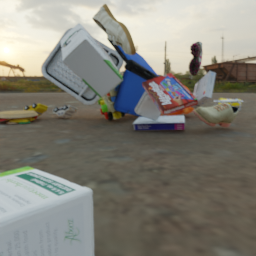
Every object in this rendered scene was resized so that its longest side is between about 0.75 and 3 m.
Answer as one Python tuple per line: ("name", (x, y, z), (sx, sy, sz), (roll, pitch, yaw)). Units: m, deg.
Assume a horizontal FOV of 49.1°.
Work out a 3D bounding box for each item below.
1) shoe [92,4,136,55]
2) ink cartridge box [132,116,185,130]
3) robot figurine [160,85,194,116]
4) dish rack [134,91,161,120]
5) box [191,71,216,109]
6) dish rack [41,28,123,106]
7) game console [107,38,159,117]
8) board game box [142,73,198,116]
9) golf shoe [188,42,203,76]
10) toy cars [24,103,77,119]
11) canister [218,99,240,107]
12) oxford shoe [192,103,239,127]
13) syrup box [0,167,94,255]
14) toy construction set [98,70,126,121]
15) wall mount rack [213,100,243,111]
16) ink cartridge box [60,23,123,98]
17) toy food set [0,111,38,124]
("shoe", (-0.434, -2.827, 8.293), (0.615, 0.805, 2.302), (-29, 56, -2))
("ink cartridge box", (0.975, -0.119, 8.618), (1.503, 0.331, 1.531), (-1, 11, 11))
("robot figurine", (1.808, -1.184, 11.947), (1.408, 1.737, 2.414), (-27, -7, 33))
("dish rack", (0.674, -0.593, 8.039), (0.794, 0.925, 0.201), (19, 42, -13))
("box", (2.887, -1.437, 10.845), (0.279, 1.058, 1.357), (16, -16, -5))
("dish rack", (-1.809, -2.423, 11.228), (2.819, 2.419, 0.614), (34, -2, 10))
("game console", (0.037, -1.742, 10.059), (1.502, 2.166, 2.538), (-43, -23, 18))
("board game box", (0.976, -0.886, 6.976), (0.859, 0.162, 1.669), (-20, 34, -4))
("golf shoe", (1.805, -1.793, 7.287), (0.319, 0.878, 0.404), (24, 40, 34))
("toy cars", (-3.126, -0.604, 11.196), (2.179, 0.482, 0.977), (3, -14, -5))
("canister", (6.195, -1.519, 17.086), (1.174, 0.508, 0.872), (2, 9, 5))
("oxford shoe", (2.559, -0.482, 8.131), (1.900, 0.701, 0.672), (1, 42, -47))
("syrup box", (-1.099, 0.794, 1.280), (0.743, 0.769, 1.888), (7, 10, 41))
("toy construction set", (-0.626, -1.364, 10.687), (1.362, 1.939, 2.957), (-11, 17, 3))
("wall mount rack", (5.271, -1.222, 15.085), (1.600, 0.597, 1.390), (-1, 12, -6))
("ink cartridge box", (-1.119, -2.009, 8.147), (0.880, 1.524, 2.087), (-40, 32, 10))
("toy food set", (-4.094, -0.399, 10.251), (1.521, 0.370, 1.505), (1, 9, 4))
